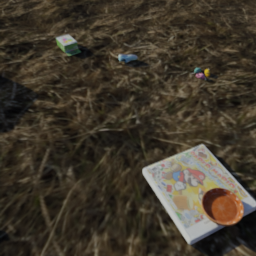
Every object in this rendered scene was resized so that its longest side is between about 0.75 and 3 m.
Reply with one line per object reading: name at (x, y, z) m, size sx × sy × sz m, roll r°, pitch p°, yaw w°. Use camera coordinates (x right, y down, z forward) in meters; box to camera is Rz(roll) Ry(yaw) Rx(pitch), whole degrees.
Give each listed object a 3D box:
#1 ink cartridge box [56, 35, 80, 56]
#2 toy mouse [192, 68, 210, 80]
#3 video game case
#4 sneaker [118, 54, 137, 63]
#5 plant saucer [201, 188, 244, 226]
ink cartridge box at (-2.821, -3.914, 13.214) m, size 0.672 × 0.384 × 1.295 m, roll -25°, pitch 50°, yaw -23°
toy mouse at (3.023, -2.309, 11.745) m, size 0.827 × 0.180 × 0.931 m, roll 5°, pitch 45°, yaw 5°
video game case at (1.896, 1.654, 7.698) m, size 2.166 × 0.272 × 2.380 m, roll -19°, pitch 48°, yaw -19°
sneaker at (-0.005, -3.041, 12.460) m, size 0.856 × 0.317 × 0.351 m, roll 0°, pitch 74°, yaw -6°
plant saucer at (2.360, 1.990, 7.065) m, size 1.032 × 0.167 × 1.032 m, roll -1°, pitch 45°, yaw 1°
